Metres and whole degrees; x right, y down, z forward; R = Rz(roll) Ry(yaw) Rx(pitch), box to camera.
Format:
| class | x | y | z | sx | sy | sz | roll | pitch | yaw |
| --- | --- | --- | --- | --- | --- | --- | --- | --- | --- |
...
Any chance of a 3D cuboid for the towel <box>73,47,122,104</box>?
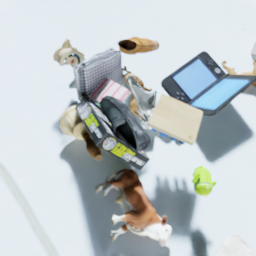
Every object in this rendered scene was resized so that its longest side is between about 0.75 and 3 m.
| class | x | y | z | sx | sy | sz | roll | pitch | yaw |
| --- | --- | --- | --- | --- | --- | --- | --- | --- | --- |
| towel | -1.031 | -1.891 | 10.385 | 0.826 | 1.599 | 1.931 | 34 | 54 | 29 |

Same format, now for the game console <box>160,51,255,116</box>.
| class | x | y | z | sx | sy | sz | roll | pitch | yaw |
| --- | --- | --- | --- | --- | --- | --- | --- | --- | --- |
| game console | 3.223 | -1.935 | 11.409 | 2.829 | 1.647 | 2.488 | -36 | 83 | -18 |

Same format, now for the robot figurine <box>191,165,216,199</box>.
| class | x | y | z | sx | sy | sz | roll | pitch | yaw |
| --- | --- | --- | --- | --- | --- | --- | --- | --- | --- |
| robot figurine | 2.209 | 1.602 | 8.322 | 0.824 | 0.543 | 0.939 | 30 | 45 | -27 |

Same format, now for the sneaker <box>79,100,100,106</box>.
| class | x | y | z | sx | sy | sz | roll | pitch | yaw |
| --- | --- | --- | --- | --- | --- | --- | --- | --- | --- |
| sneaker | -1.110 | -1.973 | 12.270 | 1.613 | 1.007 | 2.735 | 3 | 56 | 2 |

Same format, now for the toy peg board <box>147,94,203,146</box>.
| class | x | y | z | sx | sy | sz | roll | pitch | yaw |
| --- | --- | --- | --- | --- | --- | --- | --- | --- | --- |
| toy peg board | 1.476 | -0.121 | 9.186 | 1.528 | 0.747 | 1.522 | 24 | 50 | 3 |

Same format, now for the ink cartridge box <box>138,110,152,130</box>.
| class | x | y | z | sx | sy | sz | roll | pitch | yaw |
| --- | --- | --- | --- | --- | --- | --- | --- | --- | --- |
| ink cartridge box | 0.665 | -0.509 | 10.855 | 0.413 | 0.987 | 0.712 | -27 | 9 | 16 |

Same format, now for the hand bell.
| class | x | y | z | sx | sy | sz | roll | pitch | yaw |
| --- | --- | --- | --- | --- | --- | --- | --- | --- | --- |
| hand bell | -1.447 | 0.329 | 9.673 | 1.341 | 1.341 | 2.576 | -20 | 34 | -15 |

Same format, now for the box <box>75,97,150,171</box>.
| class | x | y | z | sx | sy | sz | roll | pitch | yaw |
| --- | --- | --- | --- | --- | --- | --- | --- | --- | --- |
| box | -0.580 | 0.159 | 9.466 | 0.563 | 2.036 | 2.541 | -48 | 39 | 8 |

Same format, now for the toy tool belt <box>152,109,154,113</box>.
| class | x | y | z | sx | sy | sz | roll | pitch | yaw |
| --- | --- | --- | --- | --- | --- | --- | --- | --- | --- |
| toy tool belt | 1.715 | -0.539 | 11.193 | 1.443 | 0.901 | 0.887 | 29 | 65 | 20 |

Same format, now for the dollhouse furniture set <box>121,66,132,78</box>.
| class | x | y | z | sx | sy | sz | roll | pitch | yaw |
| --- | --- | --- | --- | --- | --- | --- | --- | --- | --- |
| dollhouse furniture set | -0.287 | -2.417 | 13.050 | 0.937 | 0.488 | 0.947 | 16 | 52 | 27 |

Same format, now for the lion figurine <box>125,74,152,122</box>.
| class | x | y | z | sx | sy | sz | roll | pitch | yaw |
| --- | --- | --- | --- | --- | --- | --- | --- | --- | --- |
| lion figurine | 0.309 | -1.063 | 9.834 | 0.998 | 0.590 | 1.629 | 15 | 69 | -38 |

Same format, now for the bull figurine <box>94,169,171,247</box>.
| class | x | y | z | sx | sy | sz | roll | pitch | yaw |
| --- | --- | --- | --- | --- | --- | --- | --- | --- | --- |
| bull figurine | 0.130 | 2.497 | 8.636 | 1.707 | 0.916 | 2.812 | -5 | 45 | -27 |

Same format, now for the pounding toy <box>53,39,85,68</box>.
| class | x | y | z | sx | sy | sz | roll | pitch | yaw |
| --- | --- | --- | --- | --- | --- | --- | --- | --- | --- |
| pounding toy | -2.313 | -2.765 | 11.316 | 0.974 | 1.698 | 0.971 | 40 | 90 | 23 |

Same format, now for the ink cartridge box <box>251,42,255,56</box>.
| class | x | y | z | sx | sy | sz | roll | pitch | yaw |
| --- | --- | --- | --- | --- | --- | --- | --- | --- | --- |
| ink cartridge box | 7.238 | -4.289 | 14.286 | 1.239 | 0.722 | 1.712 | 28 | 57 | 21 |

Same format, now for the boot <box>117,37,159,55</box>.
| class | x | y | z | sx | sy | sz | roll | pitch | yaw |
| --- | --- | --- | --- | --- | --- | --- | --- | --- | --- |
| boot | 0.059 | -3.537 | 11.985 | 2.165 | 0.798 | 1.675 | 6 | 17 | 38 |

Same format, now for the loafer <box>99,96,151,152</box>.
| class | x | y | z | sx | sy | sz | roll | pitch | yaw |
| --- | --- | --- | --- | --- | --- | --- | --- | --- | --- |
| loafer | -0.181 | -0.156 | 8.332 | 2.086 | 0.708 | 0.732 | 49 | 35 | 14 |

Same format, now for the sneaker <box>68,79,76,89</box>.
| class | x | y | z | sx | sy | sz | roll | pitch | yaw |
| --- | --- | --- | --- | --- | --- | --- | --- | --- | --- |
| sneaker | -2.246 | -1.818 | 11.662 | 0.492 | 1.111 | 0.418 | -27 | 90 | -19 |

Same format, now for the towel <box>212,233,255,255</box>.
| class | x | y | z | sx | sy | sz | roll | pitch | yaw |
| --- | --- | --- | --- | --- | --- | --- | --- | --- | --- |
| towel | 2.973 | 3.950 | 7.951 | 1.793 | 0.309 | 1.188 | -36 | 59 | -25 |

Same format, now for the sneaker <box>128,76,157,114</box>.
| class | x | y | z | sx | sy | sz | roll | pitch | yaw |
| --- | --- | --- | --- | --- | --- | --- | --- | --- | --- |
| sneaker | 0.544 | -1.195 | 9.233 | 0.766 | 0.497 | 1.326 | -21 | 94 | 17 |

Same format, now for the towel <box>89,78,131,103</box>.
| class | x | y | z | sx | sy | sz | roll | pitch | yaw |
| --- | --- | --- | --- | --- | --- | --- | --- | --- | --- |
| towel | -0.634 | -1.145 | 9.732 | 1.281 | 0.192 | 0.937 | 33 | 76 | 30 |

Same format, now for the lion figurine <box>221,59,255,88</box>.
| class | x | y | z | sx | sy | sz | roll | pitch | yaw |
| --- | --- | --- | --- | --- | --- | --- | --- | --- | --- |
| lion figurine | 5.320 | -2.304 | 12.707 | 2.564 | 0.929 | 1.570 | -5 | 60 | 16 |
